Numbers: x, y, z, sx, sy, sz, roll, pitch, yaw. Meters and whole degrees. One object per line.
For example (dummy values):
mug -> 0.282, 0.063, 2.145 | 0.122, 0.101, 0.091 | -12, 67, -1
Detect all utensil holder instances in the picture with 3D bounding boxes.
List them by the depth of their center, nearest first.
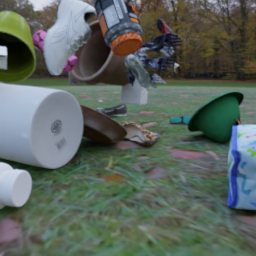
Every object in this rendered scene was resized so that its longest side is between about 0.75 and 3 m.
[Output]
utensil holder -> -3.002, -0.123, 8.058 | 2.701, 2.295, 2.295 | 7, 13, 27

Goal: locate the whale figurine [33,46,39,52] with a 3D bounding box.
whale figurine -> -4.189, -3.620, 12.234 | 0.435, 0.667, 0.839 | -32, 34, -2

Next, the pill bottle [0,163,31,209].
pill bottle -> -2.741, 1.113, 5.448 | 1.508, 0.903, 0.903 | 4, 12, 11

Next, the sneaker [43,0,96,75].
sneaker -> -1.560, -2.455, 7.477 | 0.986, 2.264, 0.843 | 16, -7, 6

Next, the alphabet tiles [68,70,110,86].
alphabet tiles -> -1.757, -3.191, 12.804 | 2.102, 2.515, 0.095 | -6, 8, -34

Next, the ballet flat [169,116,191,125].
ballet flat -> 2.733, -0.394, 14.052 | 1.330, 0.451, 0.501 | 0, 2, 16

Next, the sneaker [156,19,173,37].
sneaker -> 1.409, -3.750, 10.685 | 0.333, 0.942, 0.460 | -21, 18, 42

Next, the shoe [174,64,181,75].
shoe -> 2.071, -2.460, 11.731 | 0.202, 0.264, 0.755 | 45, -1, 24

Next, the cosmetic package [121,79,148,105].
cosmetic package -> 0.311, -1.695, 12.824 | 0.963, 1.167, 0.962 | 9, 10, 21

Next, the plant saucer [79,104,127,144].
plant saucer -> -1.433, -0.084, 9.667 | 2.841, 0.520, 2.841 | 20, -14, 5

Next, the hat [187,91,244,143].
hat -> 3.791, 0.334, 10.221 | 2.911, 2.411, 2.562 | 3, 49, -46

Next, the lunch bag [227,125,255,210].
lunch bag -> 3.243, 0.664, 5.858 | 2.162, 1.621, 2.543 | 4, 22, 19

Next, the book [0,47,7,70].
book -> -3.954, -1.897, 7.146 | 1.562, 0.375, 1.043 | -1, 30, -24

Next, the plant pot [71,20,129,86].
plant pot -> -0.760, -2.746, 11.546 | 2.536, 2.536, 2.212 | 10, -7, 42

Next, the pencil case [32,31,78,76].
pencil case -> -2.724, -2.800, 10.382 | 1.738, 0.789, 0.814 | 42, 1, 1

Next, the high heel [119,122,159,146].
high heel -> 0.098, 0.183, 10.294 | 1.992, 0.711, 1.420 | 13, 9, 16

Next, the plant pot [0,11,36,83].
plant pot -> -4.007, -2.851, 9.323 | 1.956, 1.956, 1.884 | -2, 49, -8

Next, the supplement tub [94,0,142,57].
supplement tub -> -0.229, -2.660, 6.992 | 0.973, 1.588, 0.973 | -15, -15, -4

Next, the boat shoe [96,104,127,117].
boat shoe -> -1.217, -0.986, 16.118 | 2.514, 0.716, 0.840 | -7, 13, -30

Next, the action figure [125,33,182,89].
action figure -> 0.781, -2.212, 9.499 | 1.452, 1.692, 2.846 | 12, 1, -17

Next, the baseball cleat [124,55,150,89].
baseball cleat -> 0.290, -1.751, 8.632 | 0.405, 1.163, 0.619 | -35, 27, -11
